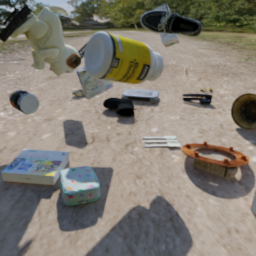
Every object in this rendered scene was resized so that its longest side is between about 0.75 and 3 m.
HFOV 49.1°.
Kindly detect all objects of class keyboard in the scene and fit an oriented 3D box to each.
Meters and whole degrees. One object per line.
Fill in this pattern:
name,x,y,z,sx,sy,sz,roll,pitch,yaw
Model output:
keyboard,-3.273,-3.006,8.007,0.129,1.249,0.794,40,-1,-1

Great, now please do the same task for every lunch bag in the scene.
lunch bag,-1.285,1.533,7.515,1.014,0.487,1.264,-5,25,-18

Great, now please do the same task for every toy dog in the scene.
toy dog,-3.046,-3.283,11.270,2.477,2.555,1.782,-49,30,-21

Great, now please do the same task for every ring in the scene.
ring,2.772,0.774,8.977,2.119,0.203,2.119,5,12,-1

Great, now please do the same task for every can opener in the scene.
can opener,3.510,-1.552,14.266,1.536,0.487,0.604,12,28,24

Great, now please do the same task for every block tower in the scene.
block tower,2.601,1.165,8.481,1.305,0.352,0.377,19,30,37

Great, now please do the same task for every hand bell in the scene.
hand bell,5.769,-0.743,12.085,2.807,1.461,1.461,-5,22,-43

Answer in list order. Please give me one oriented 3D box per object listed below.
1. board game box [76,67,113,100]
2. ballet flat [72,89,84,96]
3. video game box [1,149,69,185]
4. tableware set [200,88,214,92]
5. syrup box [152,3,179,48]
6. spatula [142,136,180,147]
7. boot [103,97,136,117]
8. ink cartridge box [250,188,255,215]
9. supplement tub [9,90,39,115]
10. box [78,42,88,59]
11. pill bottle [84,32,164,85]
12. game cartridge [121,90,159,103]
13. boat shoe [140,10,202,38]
board game box,-1.200,-1.775,10.270,1.144,1.139,0.248,-30,36,-20
ballet flat,-2.528,-1.920,15.263,1.045,0.395,0.334,-17,52,-25
video game box,-2.741,1.148,8.511,1.559,0.365,1.420,3,22,7
tableware set,4.517,-2.154,16.060,0.754,0.116,0.508,-14,25,-25
syrup box,1.107,-2.966,8.165,0.441,1.119,0.456,-17,-6,18
spatula,1.192,0.494,10.257,1.302,0.105,0.905,-1,26,-2
boot,-0.412,-0.928,12.881,1.518,0.562,1.244,0,28,-4
ink cartridge box,3.540,1.760,6.772,0.947,0.686,0.399,-6,25,-13
supplement tub,-3.683,-0.933,9.824,0.724,0.724,1.181,-20,28,-36
box,-2.288,-3.693,13.891,1.066,0.325,1.322,-52,14,-19
pill bottle,-0.050,-2.152,9.055,2.495,1.398,1.398,0,19,-40
game cartridge,0.667,-1.707,14.799,1.859,0.386,1.238,5,21,12
boat shoe,0.960,-2.431,6.555,1.507,0.556,0.515,22,17,14
